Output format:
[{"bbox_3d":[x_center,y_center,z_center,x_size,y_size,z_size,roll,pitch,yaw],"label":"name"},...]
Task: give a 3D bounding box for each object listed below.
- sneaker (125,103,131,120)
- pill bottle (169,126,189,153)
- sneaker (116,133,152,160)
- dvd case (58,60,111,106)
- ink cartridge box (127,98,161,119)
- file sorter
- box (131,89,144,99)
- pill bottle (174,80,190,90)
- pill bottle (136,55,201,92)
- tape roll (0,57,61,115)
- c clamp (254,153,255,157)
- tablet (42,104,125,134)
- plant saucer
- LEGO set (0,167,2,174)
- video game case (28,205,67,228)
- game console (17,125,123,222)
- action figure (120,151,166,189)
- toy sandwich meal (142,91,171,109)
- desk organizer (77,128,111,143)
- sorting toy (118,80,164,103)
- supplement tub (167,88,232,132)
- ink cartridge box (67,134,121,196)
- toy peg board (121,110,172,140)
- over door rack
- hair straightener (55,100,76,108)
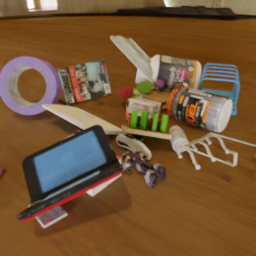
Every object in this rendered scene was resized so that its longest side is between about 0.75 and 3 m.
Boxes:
[{"bbox_3d":[0.007,-0.703,11.985,0.343,0.404,0.931,21,42,-20],"label":"sneaker"},{"bbox_3d":[1.771,0.365,9.991,0.578,0.578,1.062,-1,28,-2],"label":"pill bottle"},{"bbox_3d":[0.393,0.540,9.719,1.509,0.551,0.844,30,31,33],"label":"sneaker"},{"bbox_3d":[-2.038,-2.227,13.540,2.407,1.757,0.265,-20,16,-28],"label":"dvd case"},{"bbox_3d":[0.613,-0.788,11.108,0.988,0.578,1.703,17,13,17],"label":"ink cartridge box"},{"bbox_3d":[4.235,-1.901,13.141,1.774,1.569,2.557,9,29,15],"label":"file sorter"},{"bbox_3d":[0.671,-1.776,14.233,1.273,0.308,0.747,-12,31,-24],"label":"box"},{"bbox_3d":[2.493,-1.814,12.758,0.529,0.529,0.996,-5,23,-9],"label":"pill bottle"},{"bbox_3d":[1.960,-2.689,14.026,2.999,1.745,1.745,8,29,-1],"label":"pill bottle"},{"bbox_3d":[-4.103,-1.767,11.849,2.367,2.367,1.006,0,10,0],"label":"tape roll"},{"bbox_3d":[5.152,0.935,9.369,1.866,0.253,1.594,4,24,11],"label":"c clamp"},{"bbox_3d":[-1.712,-0.360,10.858,2.985,0.204,1.943,26,14,34],"label":"tablet"},{"bbox_3d":[0.281,-2.705,10.380,0.553,2.205,2.205,-44,29,11],"label":"plant saucer"},{"bbox_3d":[-4.315,1.524,7.332,1.011,1.088,2.651,-4,29,-5],"label":"LEGO set"},{"bbox_3d":[-2.095,2.143,7.255,0.649,0.079,0.908,-23,36,-36],"label":"video game case"},{"bbox_3d":[-1.553,0.942,6.978,2.501,1.484,2.155,-26,-3,-5],"label":"game console"},{"bbox_3d":[0.384,1.144,8.560,1.031,0.550,1.585,-18,36,-35],"label":"action figure"},{"bbox_3d":[1.415,-1.245,13.006,1.767,0.605,1.767,2,20,-1],"label":"toy sandwich meal"},{"bbox_3d":[-1.245,0.294,10.246,1.199,0.462,0.430,12,31,21],"label":"desk organizer"},{"bbox_3d":[0.660,-1.635,13.135,2.177,0.750,0.755,-15,51,-3],"label":"sorting toy"},{"bbox_3d":[2.812,-0.787,11.246,2.305,1.412,1.412,19,34,33],"label":"supplement tub"},{"bbox_3d":[-1.386,1.034,8.578,2.138,0.721,1.245,25,39,35],"label":"ink cartridge box"},{"bbox_3d":[0.649,-0.165,9.889,1.587,0.776,1.580,9,4,-6],"label":"toy peg board"},{"bbox_3d":[2.915,0.754,8.897,1.681,0.758,2.276,-20,13,-32],"label":"over door rack"},{"bbox_3d":[-2.729,-1.024,12.867,1.327,0.272,0.511,18,33,31],"label":"hair straightener"}]
